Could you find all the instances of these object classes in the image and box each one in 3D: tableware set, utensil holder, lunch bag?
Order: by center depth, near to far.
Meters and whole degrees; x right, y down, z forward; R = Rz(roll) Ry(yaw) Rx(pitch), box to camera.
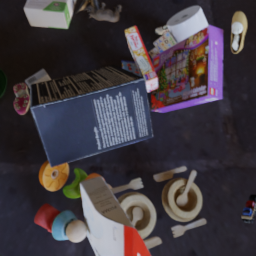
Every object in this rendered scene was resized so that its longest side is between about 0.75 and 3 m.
[{"bbox_3d":[0.841,2.003,7.144,2.601,0.521,1.719,-13,75,-22],"label":"tableware set"},{"bbox_3d":[2.161,-3.120,9.472,1.276,1.501,1.276,-24,32,16],"label":"utensil holder"},{"bbox_3d":[0.457,-1.760,9.608,1.314,0.618,0.989,-3,60,-12],"label":"lunch bag"}]

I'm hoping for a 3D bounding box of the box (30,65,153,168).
[{"bbox_3d":[-1.112,-0.500,7.552,2.633,1.636,2.655,-15,23,-13],"label":"box"}]

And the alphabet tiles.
[{"bbox_3d":[1.183,-2.612,9.383,0.930,0.035,0.777,-33,103,22],"label":"alphabet tiles"}]

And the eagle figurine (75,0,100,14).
[{"bbox_3d":[-1.581,-5.108,11.271,0.979,0.973,1.290,4,92,46],"label":"eagle figurine"}]

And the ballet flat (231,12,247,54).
[{"bbox_3d":[2.664,-2.271,6.794,0.354,1.033,0.326,15,53,32],"label":"ballet flat"}]

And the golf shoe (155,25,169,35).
[{"bbox_3d":[1.468,-3.829,10.732,0.914,0.403,0.353,-11,64,-4],"label":"golf shoe"}]

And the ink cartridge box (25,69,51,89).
[{"bbox_3d":[-2.641,-1.217,8.854,0.676,1.240,0.312,-35,63,-9],"label":"ink cartridge box"}]

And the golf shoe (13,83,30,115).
[{"bbox_3d":[-3.319,-0.843,8.923,0.505,0.614,1.342,-14,50,-5],"label":"golf shoe"}]

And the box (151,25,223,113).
[{"bbox_3d":[1.562,-1.516,8.051,0.520,2.660,1.820,7,82,-26],"label":"box"}]

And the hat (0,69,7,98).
[{"bbox_3d":[-5.370,-1.808,8.689,2.386,2.100,1.976,-6,65,-2],"label":"hat"}]

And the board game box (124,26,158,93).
[{"bbox_3d":[0.371,-1.804,7.584,0.344,1.127,1.487,-22,83,4],"label":"board game box"}]

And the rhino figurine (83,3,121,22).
[{"bbox_3d":[-0.841,-3.728,9.069,1.218,0.364,0.533,6,89,-3],"label":"rhino figurine"}]

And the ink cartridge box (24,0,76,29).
[{"bbox_3d":[-2.958,-5.053,11.068,1.560,0.900,2.135,7,63,4],"label":"ink cartridge box"}]

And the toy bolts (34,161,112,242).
[{"bbox_3d":[-1.399,1.825,6.992,1.319,1.816,1.901,9,62,34],"label":"toy bolts"}]

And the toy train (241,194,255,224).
[{"bbox_3d":[2.522,1.632,5.747,0.201,1.181,0.271,-3,97,32],"label":"toy train"}]

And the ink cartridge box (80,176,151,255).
[{"bbox_3d":[-0.301,2.548,5.978,0.582,1.970,2.460,-15,37,-22],"label":"ink cartridge box"}]
